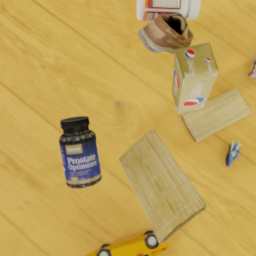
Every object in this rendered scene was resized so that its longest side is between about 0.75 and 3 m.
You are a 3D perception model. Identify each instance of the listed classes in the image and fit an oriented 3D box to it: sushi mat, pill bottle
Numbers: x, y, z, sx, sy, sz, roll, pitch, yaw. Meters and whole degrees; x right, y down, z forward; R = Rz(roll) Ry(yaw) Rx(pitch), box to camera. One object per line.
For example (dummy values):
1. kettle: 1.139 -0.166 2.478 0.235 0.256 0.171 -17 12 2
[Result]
1. sushi mat: 0.722 1.309 7.172 1.371 0.173 2.866 -42 42 11
2. pill bottle: -1.307 0.623 7.515 0.997 0.997 1.783 -8 101 -2
3. sushi mat: 3.356 -0.515 10.736 2.526 0.153 1.208 -27 80 -6
4. pill bottle: 1.193 -3.742 8.502 1.792 0.982 0.982 0 77 -6

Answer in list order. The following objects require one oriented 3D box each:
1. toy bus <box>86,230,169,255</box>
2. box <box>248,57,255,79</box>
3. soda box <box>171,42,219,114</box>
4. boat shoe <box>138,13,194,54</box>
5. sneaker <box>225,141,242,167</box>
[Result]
1. toy bus: -0.116 4.318 9.202 2.987 0.972 1.169 -16 78 -4
2. box: 5.474 -2.609 11.148 0.844 0.266 1.533 27 79 6
3. soda box: 1.872 -1.326 8.281 0.943 2.785 0.892 -12 74 3
4. boat shoe: 1.334 -2.716 8.004 0.974 0.924 2.573 54 38 7
5. sneaker: 3.869 0.983 10.283 0.419 0.377 1.019 21 79 3
